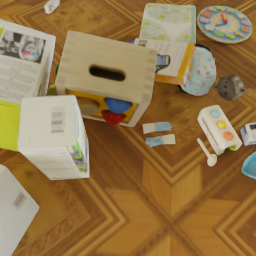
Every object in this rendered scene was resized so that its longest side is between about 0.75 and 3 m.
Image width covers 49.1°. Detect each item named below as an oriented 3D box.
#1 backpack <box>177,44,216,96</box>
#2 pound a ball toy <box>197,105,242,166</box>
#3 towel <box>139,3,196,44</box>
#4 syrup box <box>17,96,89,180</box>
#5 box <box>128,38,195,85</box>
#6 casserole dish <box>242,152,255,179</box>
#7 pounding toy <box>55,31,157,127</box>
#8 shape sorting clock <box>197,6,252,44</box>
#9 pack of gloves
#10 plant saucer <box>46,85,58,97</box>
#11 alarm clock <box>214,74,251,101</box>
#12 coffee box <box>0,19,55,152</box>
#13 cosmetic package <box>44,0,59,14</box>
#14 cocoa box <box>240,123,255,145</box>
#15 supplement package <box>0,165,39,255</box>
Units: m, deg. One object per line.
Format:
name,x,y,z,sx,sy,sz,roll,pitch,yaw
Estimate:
backpack,2.289,-2.028,9.660,1.531,1.161,1.835,0,58,-2
pound a ball toy,2.620,0.176,8.418,1.085,0.707,1.665,-14,59,-11
towel,1.653,-4.154,11.441,2.173,0.611,2.539,5,56,7
syrup box,-1.648,0.403,6.869,1.181,2.900,1.142,-3,68,-3
box,0.881,-2.211,9.144,2.286,0.474,1.361,12,67,23
casserole dish,3.761,1.083,7.608,0.282,1.453,0.880,44,81,-16
pounding toy,-1.044,-0.951,8.054,2.985,2.748,2.122,11,73,-6
shape sorting clock,4.019,-4.363,11.648,2.283,0.448,2.283,0,56,0
pack of gloves,0.964,0.210,8.801,0.924,0.182,0.777,-7,66,0
plant saucer,-2.362,-1.215,9.220,0.768,0.769,0.184,-26,74,-39
alarm clock,3.274,-1.226,8.753,0.394,0.798,1.182,-30,35,-32
coffee box,-3.748,-1.178,7.805,2.607,2.603,2.578,15,56,-12
cosmetic package,-3.380,-5.473,12.463,0.208,0.339,0.822,22,59,11
cocoa box,3.951,0.158,8.514,0.818,0.536,0.545,-8,70,-5
supplement package,-3.361,1.950,6.173,1.383,2.495,1.943,19,58,12
